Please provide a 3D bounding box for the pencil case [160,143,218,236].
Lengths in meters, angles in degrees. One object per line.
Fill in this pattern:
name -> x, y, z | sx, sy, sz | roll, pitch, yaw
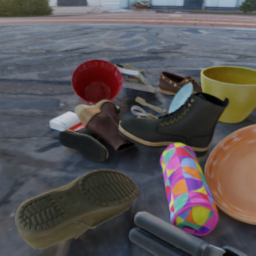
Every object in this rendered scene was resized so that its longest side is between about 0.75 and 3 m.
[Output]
pencil case -> 1.255, 1.268, 6.185 | 0.987, 0.987, 2.233 | 0, 27, 0

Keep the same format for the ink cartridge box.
ink cartridge box -> -1.928, -0.158, 9.607 | 1.179, 0.336, 0.958 | 12, 29, 31

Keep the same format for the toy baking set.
toy baking set -> 0.688, -0.255, 8.529 | 1.177, 1.533, 0.178 | 7, 46, 17

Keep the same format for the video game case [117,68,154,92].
video game case -> 0.145, -2.053, 12.046 | 1.487, 0.187, 2.077 | 15, -6, 25

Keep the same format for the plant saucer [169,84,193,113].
plant saucer -> 2.024, -0.992, 10.385 | 0.263, 1.367, 1.367 | 30, 25, -13

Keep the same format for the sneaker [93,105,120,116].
sneaker -> -1.069, -0.626, 10.336 | 1.469, 0.551, 0.637 | -2, 20, -21

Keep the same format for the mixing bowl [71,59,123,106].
mixing bowl -> -1.225, -1.601, 11.114 | 1.949, 1.056, 1.949 | 2, 68, -5

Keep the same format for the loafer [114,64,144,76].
loafer -> -0.020, -3.022, 14.751 | 1.785, 0.602, 0.679 | 8, 28, 15

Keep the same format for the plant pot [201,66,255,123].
plant pot -> 3.662, -1.131, 10.019 | 2.266, 1.609, 2.266 | 1, 28, 0

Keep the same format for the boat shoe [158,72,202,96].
boat shoe -> 2.433, -1.774, 12.022 | 2.659, 0.935, 0.936 | 20, 32, 32

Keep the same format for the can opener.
can opener -> 1.201, 2.208, 4.911 | 2.427, 0.647, 0.812 | 18, 0, 32

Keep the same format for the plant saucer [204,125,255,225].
plant saucer -> 2.925, 0.977, 6.123 | 2.467, 0.462, 2.467 | -23, 39, 21

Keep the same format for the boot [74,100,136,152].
boot -> -0.482, -0.031, 8.822 | 1.882, 0.819, 2.263 | 41, 20, 16

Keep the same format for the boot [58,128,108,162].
boot -> -1.029, 0.346, 8.330 | 1.726, 0.669, 1.194 | 25, 25, 28

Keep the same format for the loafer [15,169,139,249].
loafer -> -0.929, 1.561, 5.562 | 2.608, 0.879, 0.992 | -8, 46, -36

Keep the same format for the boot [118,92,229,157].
boot -> 1.179, -0.339, 7.633 | 2.657, 1.838, 1.029 | 10, 37, -8
